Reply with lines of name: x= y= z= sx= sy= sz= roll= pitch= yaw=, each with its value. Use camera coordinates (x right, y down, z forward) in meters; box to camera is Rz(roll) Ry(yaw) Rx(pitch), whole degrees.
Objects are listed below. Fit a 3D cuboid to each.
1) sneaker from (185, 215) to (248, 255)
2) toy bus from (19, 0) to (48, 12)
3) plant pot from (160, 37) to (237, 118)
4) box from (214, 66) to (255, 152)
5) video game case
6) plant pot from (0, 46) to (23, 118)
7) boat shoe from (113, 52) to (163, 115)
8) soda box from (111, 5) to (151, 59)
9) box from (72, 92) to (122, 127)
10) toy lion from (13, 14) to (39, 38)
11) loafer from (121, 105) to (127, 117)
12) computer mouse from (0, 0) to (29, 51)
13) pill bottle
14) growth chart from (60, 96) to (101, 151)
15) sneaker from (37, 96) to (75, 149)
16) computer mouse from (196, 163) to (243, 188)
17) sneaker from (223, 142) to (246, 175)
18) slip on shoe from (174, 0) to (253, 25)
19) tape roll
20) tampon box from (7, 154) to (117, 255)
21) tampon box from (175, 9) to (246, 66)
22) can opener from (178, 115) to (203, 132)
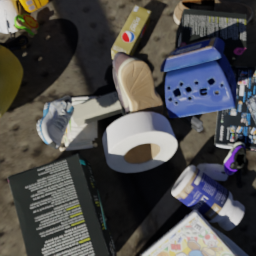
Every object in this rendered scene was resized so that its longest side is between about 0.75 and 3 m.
sneaker: x=2.529 y=3.641 z=7.729 sx=2.802 sy=1.036 sz=1.148 roll=38 pitch=77 yaw=11
toy bus: x=-3.456 y=-5.171 z=9.120 sx=1.102 sy=2.815 sz=0.916 roll=-31 pitch=77 yaw=-8
plant pot: x=1.971 y=-1.485 z=7.943 sx=1.856 sy=1.856 sz=1.669 roll=-9 pitch=115 yaw=27
box: x=3.861 y=-0.597 z=8.690 sx=2.071 sy=0.599 sz=2.606 roll=5 pitch=80 yaw=18
video game case: x=1.658 y=3.992 z=7.466 sx=2.725 sy=0.312 sz=2.480 roll=-45 pitch=79 yaw=13
plant pot: x=-4.279 y=-1.611 z=8.685 sx=2.310 sy=2.310 sz=1.640 roll=33 pitch=57 yaw=8
boat shoe: x=0.249 y=-0.910 z=7.732 sx=1.034 sy=2.876 sz=0.932 roll=-29 pitch=54 yaw=-3
soda box: x=0.110 y=-3.204 z=9.718 sx=0.624 sy=0.660 sz=1.950 roll=25 pitch=76 yaw=6
box: x=-0.985 y=-0.579 z=8.793 sx=1.539 sy=0.632 sz=0.526 roll=-17 pitch=70 yaw=-2
toy lion: x=-3.534 y=-3.650 z=9.759 sx=0.306 sy=0.891 sz=0.854 roll=-30 pitch=60 yaw=33
loafer: x=0.245 y=-0.224 z=8.998 sx=0.524 sy=0.523 sz=1.498 roll=-32 pitch=78 yaw=-11
computer mouse: x=-4.285 y=-3.780 z=9.956 sx=1.246 sy=0.498 sz=2.272 roll=-11 pitch=76 yaw=-2
pill bottle: x=2.297 y=2.031 z=8.100 sx=1.871 sy=1.083 sz=1.083 roll=36 pitch=78 yaw=7
growth chart: x=-1.594 y=-0.175 z=9.177 sx=1.386 sy=0.170 sz=1.916 roll=2 pitch=75 yaw=1
sneaker: x=-1.763 y=-0.265 z=7.175 sx=0.814 sy=0.704 sz=1.879 roll=-30 pitch=38 yaw=15
computer mouse: x=2.837 y=1.403 z=8.674 sx=1.428 sy=0.313 sz=0.783 roll=6 pitch=75 yaw=2
sneaker: x=3.122 y=1.025 z=8.167 sx=0.402 sy=1.158 sz=0.576 roll=7 pitch=33 yaw=-2
slip on shoe: x=3.046 y=-4.124 z=9.863 sx=2.792 sy=0.846 sz=1.062 roll=4 pitch=75 yaw=1
tape roll: x=0.312 y=0.473 z=7.992 sx=2.067 sy=2.067 sz=0.723 roll=-14 pitch=55 yaw=-4
tampon box: x=-1.593 y=2.438 z=7.421 sx=1.825 sy=2.166 sz=2.890 roll=-18 pitch=77 yaw=-5
tampon box: x=2.616 y=-2.845 z=9.188 sx=1.978 sy=1.483 sz=1.249 roll=6 pitch=75 yaw=2
can opener: x=1.835 y=-0.490 z=8.806 sx=0.524 sy=0.418 sz=1.569 roll=-36 pitch=48 yaw=-12
